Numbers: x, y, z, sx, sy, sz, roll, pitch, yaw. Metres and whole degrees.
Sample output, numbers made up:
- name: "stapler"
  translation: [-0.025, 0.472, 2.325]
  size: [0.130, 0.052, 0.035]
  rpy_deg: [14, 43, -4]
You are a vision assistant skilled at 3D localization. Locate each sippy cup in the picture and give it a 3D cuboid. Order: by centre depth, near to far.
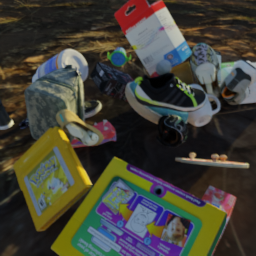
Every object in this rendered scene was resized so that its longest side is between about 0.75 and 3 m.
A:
- name: "sippy cup"
  translation: [-0.377, -3.027, 11.752]
  size: [0.885, 0.695, 0.648]
  rpy_deg: [35, 37, -20]

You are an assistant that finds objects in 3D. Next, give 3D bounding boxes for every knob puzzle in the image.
- name: "knob puzzle"
  translation: [2.349, 0.865, 7.563]
  size: [2.085, 0.289, 2.085]
  rpy_deg: [5, -4, 0]

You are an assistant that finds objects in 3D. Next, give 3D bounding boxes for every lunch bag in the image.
- name: "lunch bag"
  translation: [-1.922, -0.656, 8.043]
  size: [1.343, 1.928, 1.617]
  rpy_deg: [12, 39, 11]

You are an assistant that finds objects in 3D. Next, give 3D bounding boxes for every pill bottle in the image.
- name: "pill bottle"
  translation: [-2.865, -2.126, 11.379]
  size: [2.426, 1.359, 1.359]
  rpy_deg: [-15, 20, 43]

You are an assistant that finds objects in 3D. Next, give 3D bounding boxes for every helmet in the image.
- name: "helmet"
  translation: [1.340, 0.062, 8.567]
  size: [0.978, 0.978, 0.932]
  rpy_deg: [9, 30, 13]

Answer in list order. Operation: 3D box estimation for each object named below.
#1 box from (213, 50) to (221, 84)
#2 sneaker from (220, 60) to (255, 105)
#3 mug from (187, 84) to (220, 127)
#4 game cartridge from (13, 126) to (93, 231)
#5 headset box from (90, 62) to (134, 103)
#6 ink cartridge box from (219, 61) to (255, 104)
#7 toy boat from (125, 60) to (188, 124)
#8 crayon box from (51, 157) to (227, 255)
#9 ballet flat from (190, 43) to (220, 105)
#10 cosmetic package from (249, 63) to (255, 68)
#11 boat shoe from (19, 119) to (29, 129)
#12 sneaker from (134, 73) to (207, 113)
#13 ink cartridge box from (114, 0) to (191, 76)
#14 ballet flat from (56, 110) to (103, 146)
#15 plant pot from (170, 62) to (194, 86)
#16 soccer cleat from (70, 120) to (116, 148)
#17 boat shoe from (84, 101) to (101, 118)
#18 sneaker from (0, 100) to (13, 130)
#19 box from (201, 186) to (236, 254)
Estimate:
- name: "box"
  translation: [3.709, -2.616, 12.114]
  size: [0.568, 1.380, 0.339]
  rpy_deg: [1, -2, -37]
- name: "sneaker"
  translation: [3.851, -1.432, 10.390]
  size: [1.181, 2.979, 1.101]
  rpy_deg: [-45, 72, 0]
- name: "mug"
  translation: [2.708, -0.816, 10.533]
  size: [1.520, 1.122, 1.333]
  rpy_deg: [-14, 57, -8]
- name: "game cartridge"
  translation: [-2.001, 1.201, 7.059]
  size: [1.801, 0.331, 2.043]
  rpy_deg: [-43, 60, 13]
- name: "headset box"
  translation: [-0.373, -1.616, 10.324]
  size: [1.720, 0.645, 1.278]
  rpy_deg: [14, 30, -41]
- name: "ink cartridge box"
  translation: [5.140, -2.058, 12.463]
  size: [1.660, 0.958, 2.281]
  rpy_deg: [-6, 36, -8]
- name: "toy boat"
  translation: [1.098, -1.333, 9.931]
  size: [2.413, 1.334, 2.870]
  rpy_deg: [24, 36, -15]
- name: "crayon box"
  translation: [0.231, 2.268, 5.875]
  size: [2.806, 0.818, 2.421]
  rpy_deg: [23, 67, 29]
- name: "ballet flat"
  translation: [3.065, -1.888, 10.774]
  size: [1.042, 2.898, 1.042]
  rpy_deg: [-11, 53, 16]
- name: "cosmetic package"
  translation: [5.689, -2.603, 12.213]
  size: [0.586, 0.201, 0.777]
  rpy_deg: [-1, 36, -12]
- name: "boat shoe"
  translation: [-3.179, -0.206, 9.282]
  size: [0.930, 0.347, 0.431]
  rpy_deg: [-23, 14, 21]
- name: "sneaker"
  translation: [1.219, -0.995, 7.507]
  size: [2.174, 0.900, 0.779]
  rpy_deg: [1, 48, -15]
- name: "ink cartridge box"
  translation: [0.967, -3.701, 11.085]
  size: [1.718, 2.957, 0.994]
  rpy_deg: [-20, 18, 46]
- name: "ballet flat"
  translation: [-1.154, 0.155, 6.987]
  size: [0.571, 1.663, 0.524]
  rpy_deg: [-39, 47, 11]
- name: "plant pot"
  translation: [1.805, -1.789, 11.761]
  size: [1.765, 1.645, 1.645]
  rpy_deg: [-10, 34, 11]
- name: "soccer cleat"
  translation: [-1.507, 0.387, 9.375]
  size: [2.251, 0.861, 0.751]
  rpy_deg: [-15, 44, 7]
- name: "boat shoe"
  translation: [-1.915, -0.761, 10.893]
  size: [1.955, 0.693, 0.705]
  rpy_deg: [-24, 42, -29]
- name: "sneaker"
  translation: [-5.498, -0.720, 10.416]
  size: [2.409, 1.195, 0.852]
  rpy_deg: [9, 38, 15]
- name: "box"
  translation: [1.950, 2.220, 6.701]
  size: [0.719, 0.750, 1.505]
  rpy_deg: [22, 40, 27]
